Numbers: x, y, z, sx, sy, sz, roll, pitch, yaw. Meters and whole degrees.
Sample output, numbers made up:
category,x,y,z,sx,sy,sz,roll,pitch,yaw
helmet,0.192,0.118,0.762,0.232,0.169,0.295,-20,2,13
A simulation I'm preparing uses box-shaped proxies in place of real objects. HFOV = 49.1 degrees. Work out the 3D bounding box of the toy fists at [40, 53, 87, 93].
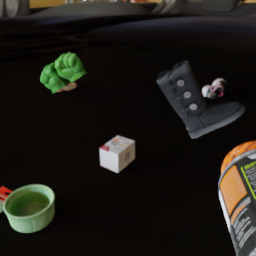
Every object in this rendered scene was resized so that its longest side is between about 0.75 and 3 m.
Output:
category,x,y,z,sx,sy,sz,roll,pitch,yaw
toy fists,-2.418,-1.985,10.081,1.896,0.966,0.652,-22,17,34

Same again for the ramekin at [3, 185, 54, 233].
category,x,y,z,sx,sy,sz,roll,pitch,yaw
ramekin,-1.991,1.663,5.753,0.984,0.480,0.984,0,27,0

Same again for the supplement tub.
category,x,y,z,sx,sy,sz,roll,pitch,yaw
supplement tub,2.553,1.492,4.728,1.732,1.732,2.827,3,28,5

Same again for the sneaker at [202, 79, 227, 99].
category,x,y,z,sx,sy,sz,roll,pitch,yaw
sneaker,3.862,-1.586,12.097,1.578,0.634,0.681,-30,49,-31

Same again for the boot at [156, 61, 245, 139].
category,x,y,z,sx,sy,sz,roll,pitch,yaw
boot,1.765,-0.828,6.837,1.514,1.836,0.603,-30,13,12

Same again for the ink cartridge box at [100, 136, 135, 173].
category,x,y,z,sx,sy,sz,roll,pitch,yaw
ink cartridge box,-0.274,0.688,7.530,0.596,0.593,0.820,17,32,29

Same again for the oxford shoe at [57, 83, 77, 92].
category,x,y,z,sx,sy,sz,roll,pitch,yaw
oxford shoe,-2.900,-1.949,12.822,1.177,0.435,0.417,-19,33,-32

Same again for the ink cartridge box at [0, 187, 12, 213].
category,x,y,z,sx,sy,sz,roll,pitch,yaw
ink cartridge box,-2.947,1.594,6.189,0.715,0.221,0.881,16,34,28
